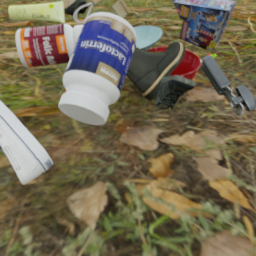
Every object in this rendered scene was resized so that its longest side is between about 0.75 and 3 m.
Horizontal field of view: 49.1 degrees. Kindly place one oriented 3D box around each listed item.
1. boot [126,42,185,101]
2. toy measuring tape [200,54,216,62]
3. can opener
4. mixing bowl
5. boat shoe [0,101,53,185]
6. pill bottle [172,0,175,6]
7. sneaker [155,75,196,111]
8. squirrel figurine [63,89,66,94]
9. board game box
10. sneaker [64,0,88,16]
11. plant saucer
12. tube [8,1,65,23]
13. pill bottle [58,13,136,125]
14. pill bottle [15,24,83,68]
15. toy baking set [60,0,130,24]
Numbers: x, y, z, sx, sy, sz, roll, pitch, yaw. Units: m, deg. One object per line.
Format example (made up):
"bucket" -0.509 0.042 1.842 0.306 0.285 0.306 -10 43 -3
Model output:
"boot" 0.744 -2.494 9.484 1.889 1.058 2.731 39 55 -12
"toy measuring tape" 4.089 -3.565 14.609 1.092 0.402 0.402 -24 40 -2
"can opener" 1.951 -0.858 5.482 0.470 0.375 1.407 -22 65 -2
"mixing bowl" 1.618 -2.228 11.826 2.630 1.424 2.630 0 39 0
"boat shoe" -2.971 0.119 6.491 2.808 1.033 0.918 40 64 20
"pill bottle" 2.041 -5.099 10.427 0.979 1.690 0.979 -11 64 25
"sneaker" 0.909 -0.659 5.533 0.473 0.709 1.237 17 0 -17
"squirrel figurine" -1.921 -1.253 11.176 1.418 1.004 1.324 -24 52 -7
"board game box" 2.192 -3.368 8.675 1.665 1.666 0.514 29 65 13
"sneaker" -2.036 -4.971 10.692 1.029 0.687 1.796 14 61 -24
"plant saucer" 0.162 -3.237 10.774 2.377 0.458 2.377 -10 37 8
"tube" -2.577 -3.281 7.947 1.515 0.440 0.393 -1 50 -2
"pill bottle" -0.698 -1.305 6.374 1.320 1.320 2.280 11 73 14
"pill bottle" -2.375 -2.682 9.098 2.152 1.229 1.229 -8 38 -3
"toy baking set" -1.040 -4.499 10.129 2.591 1.989 0.301 18 4 -36
